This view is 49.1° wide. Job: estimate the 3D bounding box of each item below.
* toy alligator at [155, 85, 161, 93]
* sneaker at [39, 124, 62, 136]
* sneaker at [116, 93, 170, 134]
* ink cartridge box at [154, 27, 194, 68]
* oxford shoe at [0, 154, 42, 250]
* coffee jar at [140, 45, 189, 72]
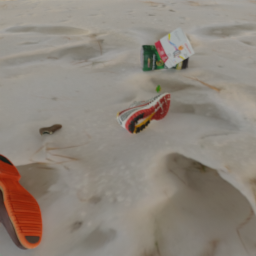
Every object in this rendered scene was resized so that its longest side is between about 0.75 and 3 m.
[{"bbox_3d":[1.434,-1.911,13.160,0.230,0.211,0.776,7,36,10],"label":"toy alligator"},{"bbox_3d":[-2.835,0.111,10.333,0.850,0.299,0.321,-15,57,-16],"label":"sneaker"},{"bbox_3d":[0.673,-0.782,10.878,2.643,1.029,1.086,-28,43,-34],"label":"sneaker"},{"bbox_3d":[1.718,-2.955,10.368,1.118,0.813,0.809,-29,54,20],"label":"ink cartridge box"},{"bbox_3d":[-3.165,2.008,7.255,1.087,1.067,2.997,-45,54,3],"label":"oxford shoe"},{"bbox_3d":[1.945,-3.699,14.718,2.541,1.325,1.084,-4,37,-3],"label":"coffee jar"}]
